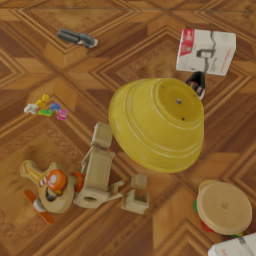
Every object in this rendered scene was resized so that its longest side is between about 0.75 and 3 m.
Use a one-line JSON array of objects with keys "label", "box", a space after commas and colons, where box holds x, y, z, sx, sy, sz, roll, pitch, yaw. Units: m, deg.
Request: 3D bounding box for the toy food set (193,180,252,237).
[{"label": "toy food set", "box": [2.425, 2.055, 7.190, 1.429, 0.348, 1.415, 18, 56, 13]}]

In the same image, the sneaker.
[{"label": "sneaker", "box": [1.897, -0.968, 9.002, 0.930, 1.000, 2.315, 16, 56, 13]}]

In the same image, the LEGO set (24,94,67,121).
[{"label": "LEGO set", "box": [-1.862, -0.525, 6.522, 0.969, 0.398, 0.370, 11, 43, -29]}]

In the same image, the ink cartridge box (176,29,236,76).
[{"label": "ink cartridge box", "box": [2.764, -2.701, 10.046, 1.840, 1.336, 0.767, 8, 54, 6]}]

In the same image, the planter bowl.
[{"label": "planter bowl", "box": [0.755, -0.285, 5.222, 2.068, 0.861, 2.068, 13, 57, -20]}]

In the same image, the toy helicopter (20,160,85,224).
[{"label": "toy helicopter", "box": [-2.208, 1.505, 7.301, 2.150, 0.848, 1.422, 23, 91, 38]}]

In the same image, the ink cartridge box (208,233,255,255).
[{"label": "ink cartridge box", "box": [2.775, 3.078, 6.234, 1.613, 0.673, 1.172, -12, 55, -8]}]

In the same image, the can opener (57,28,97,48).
[{"label": "can opener", "box": [-2.041, -3.681, 11.280, 1.831, 0.609, 0.482, 22, 58, 21]}]

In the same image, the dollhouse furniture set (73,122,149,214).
[{"label": "dollhouse furniture set", "box": [-0.349, 1.184, 7.665, 1.775, 1.116, 2.007, 20, 52, -16]}]
